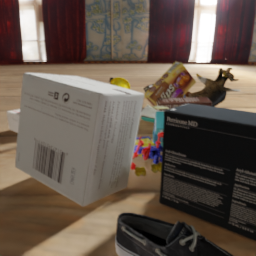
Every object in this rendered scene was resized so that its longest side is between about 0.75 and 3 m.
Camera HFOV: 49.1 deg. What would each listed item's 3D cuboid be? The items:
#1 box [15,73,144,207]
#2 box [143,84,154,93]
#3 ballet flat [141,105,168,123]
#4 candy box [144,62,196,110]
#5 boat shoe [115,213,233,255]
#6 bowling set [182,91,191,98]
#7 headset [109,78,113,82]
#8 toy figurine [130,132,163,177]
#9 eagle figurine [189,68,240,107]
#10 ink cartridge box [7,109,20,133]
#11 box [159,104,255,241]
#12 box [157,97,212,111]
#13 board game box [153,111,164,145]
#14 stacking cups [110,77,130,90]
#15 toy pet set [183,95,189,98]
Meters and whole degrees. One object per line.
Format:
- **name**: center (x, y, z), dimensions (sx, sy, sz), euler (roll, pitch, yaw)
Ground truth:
- **box**: center (-1.130, 0.102, 6.231), dimensions (2.282, 2.294, 1.499), euler (18, 15, 32)
- **box**: center (1.558, -1.766, 14.724), dimensions (0.354, 1.160, 1.464), euler (-32, -6, 40)
- **ballet flat**: center (1.431, -0.355, 9.651), dimensions (2.021, 0.702, 0.702), euler (18, 21, 13)
- **candy box**: center (1.848, -1.733, 12.437), dimensions (2.119, 1.236, 0.598), euler (-46, 27, -2)
- **boat shoe**: center (0.761, 1.737, 4.079), dimensions (2.111, 0.716, 0.757), euler (10, 19, 29)
- **bowling set**: center (2.411, -1.600, 13.470), dimensions (1.069, 1.536, 0.825), euler (12, 50, 29)
- **headset**: center (-1.315, -2.098, 16.182), dimensions (1.418, 1.079, 2.297), euler (7, 29, 20)
- **toy figurine**: center (0.653, 0.403, 7.578), dimensions (2.113, 1.115, 1.266), euler (-7, 25, -34)
- **eagle figurine**: center (3.976, -1.833, 13.969), dimensions (2.046, 2.711, 2.057), euler (47, 13, 35)
- **ink cartridge box**: center (-3.510, -0.346, 10.891), dimensions (1.357, 0.767, 1.852), euler (15, 22, 39)
- **box**: center (2.071, 0.755, 5.096), dimensions (2.850, 2.011, 1.124), euler (13, 22, 36)
- **box**: center (2.202, -0.641, 11.277), dimensions (2.095, 1.049, 0.785), euler (0, 24, -2)
- **board game box**: center (1.931, 0.080, 8.281), dimensions (2.334, 0.548, 1.762), euler (0, -19, 2)
- **stacking cups**: center (-0.662, -0.673, 10.314), dimensions (0.845, 0.845, 2.792), euler (5, 49, 17)
- **toy pet set**: center (2.772, -1.554, 14.392), dimensions (0.437, 0.822, 0.768), euler (21, -10, -25)
